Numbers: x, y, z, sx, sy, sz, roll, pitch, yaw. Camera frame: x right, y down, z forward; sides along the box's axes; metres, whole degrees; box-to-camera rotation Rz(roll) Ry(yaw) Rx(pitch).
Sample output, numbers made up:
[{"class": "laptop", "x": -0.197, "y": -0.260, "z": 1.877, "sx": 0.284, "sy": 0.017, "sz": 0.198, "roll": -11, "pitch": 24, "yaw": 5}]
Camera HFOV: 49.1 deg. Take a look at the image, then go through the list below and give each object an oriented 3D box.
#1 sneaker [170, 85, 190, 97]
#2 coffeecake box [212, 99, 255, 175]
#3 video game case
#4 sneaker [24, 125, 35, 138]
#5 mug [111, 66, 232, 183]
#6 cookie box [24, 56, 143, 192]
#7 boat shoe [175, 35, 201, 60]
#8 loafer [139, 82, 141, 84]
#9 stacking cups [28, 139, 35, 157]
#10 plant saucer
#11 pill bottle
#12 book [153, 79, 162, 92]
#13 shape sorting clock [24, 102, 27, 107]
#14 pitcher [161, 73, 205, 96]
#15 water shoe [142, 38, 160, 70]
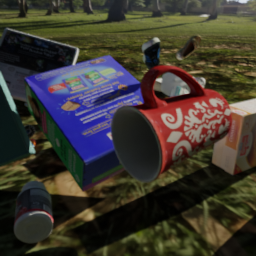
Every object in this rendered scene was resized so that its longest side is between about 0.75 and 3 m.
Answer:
[{"class": "sneaker", "x": 1.662, "y": -0.757, "z": 9.761, "sx": 1.113, "sy": 1.309, "sz": 2.958, "roll": 10, "pitch": 25, "yaw": 18}, {"class": "coffeecake box", "x": 3.273, "y": 0.134, "z": 7.320, "sx": 2.068, "sy": 1.587, "sz": 0.755, "roll": -13, "pitch": 26, "yaw": -27}, {"class": "video game case", "x": -3.286, "y": -2.024, "z": 9.572, "sx": 2.624, "sy": 2.386, "sz": 0.306, "roll": 14, "pitch": -18, "yaw": -5}, {"class": "sneaker", "x": -3.370, "y": 0.380, "z": 8.287, "sx": 0.571, "sy": 0.503, "sz": 1.282, "roll": -17, "pitch": 16, "yaw": 46}, {"class": "mug", "x": 0.944, "y": -0.123, "z": 5.080, "sx": 2.035, "sy": 1.807, "sz": 1.358, "roll": -18, "pitch": 56, "yaw": -33}, {"class": "cookie box", "x": -0.717, "y": -0.322, "z": 6.624, "sx": 2.443, "sy": 1.073, "sz": 2.856, "roll": -23, "pitch": 53, "yaw": -28}, {"class": "boat shoe", "x": 1.624, "y": -2.077, "z": 7.285, "sx": 0.877, "sy": 0.321, "sz": 0.275, "roll": -47, "pitch": 29, "yaw": -8}, {"class": "loafer", "x": -0.397, "y": -1.128, "z": 11.443, "sx": 2.667, "sy": 0.839, "sz": 0.958, "roll": -13, "pitch": 62, "yaw": -6}, {"class": "stacking cups", "x": -2.832, "y": 0.531, "z": 8.105, "sx": 0.254, "sy": 0.254, "sz": 0.840, "roll": -2, "pitch": 23, "yaw": -4}, {"class": "plant saucer", "x": -3.270, "y": -0.459, "z": 6.782, "sx": 0.984, "sy": 2.816, "sz": 0.267, "roll": -22, "pitch": 9, "yaw": -14}, {"class": "pill bottle", "x": -1.774, "y": 1.513, "z": 5.277, "sx": 0.645, "sy": 0.645, "sz": 1.166, "roll": -7, "pitch": 25, "yaw": -15}, {"class": "book", "x": 2.488, "y": -2.178, "z": 14.246, "sx": 2.108, "sy": 0.507, "sz": 1.408, "roll": -18, "pitch": 33, "yaw": -39}, {"class": "shape sorting clock", "x": -3.908, "y": -1.083, "z": 11.936, "sx": 0.985, "sy": 0.193, "sz": 0.985, "roll": 0, "pitch": 23, "yaw": 0}, {"class": "pitcher", "x": 2.170, "y": -1.766, "z": 11.095, "sx": 1.704, "sy": 1.033, "sz": 1.462, "roll": 7, "pitch": -8, "yaw": 13}, {"class": "water shoe", "x": 0.909, "y": -2.492, "z": 9.724, "sx": 0.643, "sy": 0.709, "sz": 1.798, "roll": -28, "pitch": -7, "yaw": 1}]
